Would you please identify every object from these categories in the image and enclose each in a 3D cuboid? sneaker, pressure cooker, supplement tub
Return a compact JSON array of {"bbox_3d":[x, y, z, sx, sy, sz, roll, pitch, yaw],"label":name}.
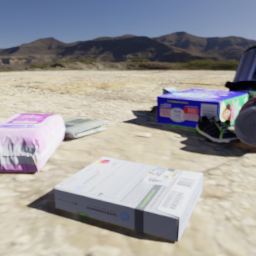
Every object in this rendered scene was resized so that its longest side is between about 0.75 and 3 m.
[{"bbox_3d":[2.519,0.003,8.102,0.601,0.693,1.675,-6,15,-28],"label":"sneaker"},{"bbox_3d":[5.381,-1.699,11.243,2.308,2.584,2.272,30,-12,-34],"label":"pressure cooker"},{"bbox_3d":[3.951,-0.250,7.645,2.727,1.458,1.458,-15,21,-41],"label":"supplement tub"}]

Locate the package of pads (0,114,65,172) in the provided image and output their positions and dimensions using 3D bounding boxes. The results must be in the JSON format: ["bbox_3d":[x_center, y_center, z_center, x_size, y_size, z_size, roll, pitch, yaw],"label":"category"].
[{"bbox_3d":[-2.457,0.279,6.703,1.415,0.888,2.348,3,15,-1],"label":"package of pads"}]

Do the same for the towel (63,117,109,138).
[{"bbox_3d":[-1.780,-0.007,9.084,1.785,0.320,1.854,5,15,31],"label":"towel"}]

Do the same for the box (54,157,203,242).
[{"bbox_3d":[0.069,1.041,4.700,2.044,0.421,1.594,7,16,24],"label":"box"}]

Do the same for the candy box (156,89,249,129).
[{"bbox_3d":[2.784,-0.753,10.266,2.377,1.083,2.812,11,19,39],"label":"candy box"}]

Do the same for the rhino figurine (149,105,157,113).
[{"bbox_3d":[1.128,-0.793,12.084,0.390,0.267,0.892,5,17,20],"label":"rhino figurine"}]

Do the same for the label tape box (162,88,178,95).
[{"bbox_3d":[1.761,-1.056,11.515,0.482,1.045,1.459,-2,15,-7],"label":"label tape box"}]
